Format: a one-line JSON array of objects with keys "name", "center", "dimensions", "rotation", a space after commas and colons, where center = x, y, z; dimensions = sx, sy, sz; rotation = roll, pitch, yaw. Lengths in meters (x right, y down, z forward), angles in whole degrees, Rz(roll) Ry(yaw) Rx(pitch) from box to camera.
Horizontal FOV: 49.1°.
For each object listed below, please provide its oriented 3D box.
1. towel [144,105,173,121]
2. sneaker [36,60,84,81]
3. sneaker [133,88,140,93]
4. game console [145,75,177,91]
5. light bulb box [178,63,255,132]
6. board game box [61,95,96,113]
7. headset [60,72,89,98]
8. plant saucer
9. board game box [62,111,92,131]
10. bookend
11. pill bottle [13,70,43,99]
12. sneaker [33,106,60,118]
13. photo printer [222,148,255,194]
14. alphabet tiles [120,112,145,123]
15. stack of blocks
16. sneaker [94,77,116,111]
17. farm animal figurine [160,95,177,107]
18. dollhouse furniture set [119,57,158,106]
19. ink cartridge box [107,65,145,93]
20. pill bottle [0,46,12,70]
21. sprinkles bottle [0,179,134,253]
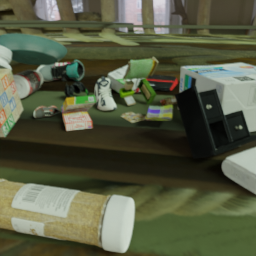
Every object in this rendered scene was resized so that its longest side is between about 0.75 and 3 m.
[{"name": "towel", "center": [1.106, -0.542, 9.882], "dimensions": [0.921, 0.146, 1.283], "rotation": [0, 25, 13]}, {"name": "sneaker", "center": [-3.530, -3.120, 15.597], "dimensions": [1.689, 1.170, 2.798], "rotation": [8, 21, 41]}, {"name": "sneaker", "center": [-0.247, -2.058, 13.658], "dimensions": [1.616, 0.575, 0.909], "rotation": [22, 29, 31]}, {"name": "game console", "center": [1.289, -2.383, 14.862], "dimensions": [2.437, 0.378, 2.156], "rotation": [7, 28, 17]}, {"name": "light bulb box", "center": [3.706, -1.173, 10.107], "dimensions": [2.847, 1.792, 2.872], "rotation": [-7, 24, -16]}, {"name": "board game box", "center": [-1.883, -0.850, 10.439], "dimensions": [1.042, 0.275, 1.362], "rotation": [-9, -7, -23]}, {"name": "headset", "center": [-2.451, -1.810, 12.537], "dimensions": [1.609, 0.756, 0.994], "rotation": [40, 47, 22]}, {"name": "plant saucer", "center": [-4.027, -3.137, 11.709], "dimensions": [2.879, 0.518, 2.879], "rotation": [3, -4, 0]}, {"name": "board game box", "center": [-1.820, -0.268, 9.926], "dimensions": [0.896, 0.274, 1.183], "rotation": [-7, 24, -17]}, {"name": "bookend", "center": [2.492, -0.292, 7.821], "dimensions": [1.856, 1.844, 0.855], "rotation": [-13, -5, -29]}, {"name": "pill bottle", "center": [-4.758, -2.125, 13.154], "dimensions": [1.077, 1.077, 1.945], "rotation": [3, 23, 7]}, {"name": "sneaker", "center": [-3.028, -0.598, 10.519], "dimensions": [0.426, 0.401, 1.041], "rotation": [17, 28, 40]}, {"name": "photo printer", "center": [3.250, 0.973, 6.708], "dimensions": [1.522, 0.529, 1.266], "rotation": [-13, 26, -26]}, {"name": "alphabet tiles", "center": [0.195, -0.421, 10.601], "dimensions": [0.770, 0.035, 0.922], "rotation": [-15, 28, -31]}, {"name": "stack of blocks", "center": [-4.311, -0.483, 8.622], "dimensions": [0.832, 1.635, 2.840], "rotation": [0, 35, 3]}, {"name": "sneaker", "center": [-0.970, -1.463, 11.523], "dimensions": [0.725, 1.183, 1.817], "rotation": [-4, 23, -15]}, {"name": "farm animal figurine", "center": [1.724, -1.040, 11.498], "dimensions": [0.829, 0.437, 0.838], "rotation": [-20, 7, 24]}, {"name": "dollhouse furniture set", "center": [0.516, -1.773, 11.197], "dimensions": [1.258, 1.920, 0.964], "rotation": [-17, 65, -25]}, {"name": "ink cartridge box", "center": [-0.074, -2.196, 12.740], "dimensions": [1.083, 0.624, 1.484], "rotation": [36, 48, 25]}, {"name": "pill bottle", "center": [-5.232, -1.851, 10.545], "dimensions": [1.375, 2.414, 1.375], "rotation": [8, -8, 1]}, {"name": "sprinkles bottle", "center": [-1.219, 1.480, 4.881], "dimensions": [2.588, 0.883, 0.883], "rotation": [6, 24, 12]}]
